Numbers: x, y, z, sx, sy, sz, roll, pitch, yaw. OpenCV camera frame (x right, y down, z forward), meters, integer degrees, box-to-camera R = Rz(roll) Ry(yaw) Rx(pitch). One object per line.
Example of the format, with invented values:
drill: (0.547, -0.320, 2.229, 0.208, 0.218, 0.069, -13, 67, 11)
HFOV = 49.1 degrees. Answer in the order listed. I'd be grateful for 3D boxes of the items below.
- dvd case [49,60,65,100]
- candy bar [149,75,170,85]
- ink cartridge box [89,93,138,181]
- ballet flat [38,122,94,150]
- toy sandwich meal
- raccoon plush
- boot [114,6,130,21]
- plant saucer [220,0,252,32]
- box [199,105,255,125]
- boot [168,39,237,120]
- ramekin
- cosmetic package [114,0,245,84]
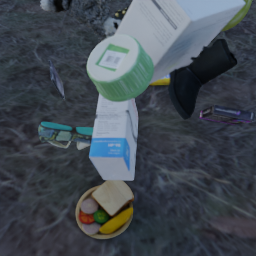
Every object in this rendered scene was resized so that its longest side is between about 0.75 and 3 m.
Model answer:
dvd case: (-1.799, -1.194, 7.104, 0.069, 0.867, 0.644, -16, 59, -2)
candy bar: (1.759, -1.857, 10.310, 2.596, 0.288, 0.647, -4, 48, -3)
ink cartridge box: (-0.213, -0.039, 5.919, 0.670, 1.163, 2.008, -1, 59, 11)
ballet flat: (-1.246, 0.220, 6.402, 1.563, 0.580, 0.580, 10, 47, -10)
toy sandwich meal: (-0.532, 1.892, 6.759, 1.543, 0.528, 1.543, 0, 48, 0)
raccoon plush: (-1.167, -2.843, 7.638, 2.107, 1.411, 1.019, -1, 18, 13)
boot: (0.320, -3.675, 8.202, 1.789, 2.369, 0.855, -7, 36, 24)
plant saucer: (2.586, -3.678, 7.781, 1.917, 1.917, 0.298, -3, 19, -3)
box: (1.976, -0.251, 5.728, 0.780, 1.090, 0.197, 11, 89, 1)
boot: (1.212, -0.822, 4.495, 1.076, 0.486, 1.314, -29, 32, 26)
ramekin: (-0.149, -0.973, 4.452, 1.026, 0.501, 1.026, -10, 62, 20)
cosmetic package: (0.949, -2.113, 5.919, 2.023, 2.029, 1.248, -31, 81, -37)
